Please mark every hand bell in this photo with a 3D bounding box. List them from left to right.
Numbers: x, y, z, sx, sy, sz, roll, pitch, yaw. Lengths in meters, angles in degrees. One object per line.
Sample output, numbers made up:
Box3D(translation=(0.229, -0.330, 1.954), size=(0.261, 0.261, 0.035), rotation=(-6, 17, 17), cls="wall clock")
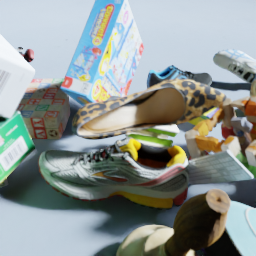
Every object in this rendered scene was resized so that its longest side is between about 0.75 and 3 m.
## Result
Box3D(translation=(0.581, 1.386, 3.232), size=(1.350, 2.592, 1.350), rotation=(3, 53, -5), cls="hand bell")

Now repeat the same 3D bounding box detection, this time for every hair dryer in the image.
Box3D(translation=(-4.459, -3.027, 11.909), size=(1.305, 0.354, 0.994), rotation=(15, 55, 27), cls="hair dryer")

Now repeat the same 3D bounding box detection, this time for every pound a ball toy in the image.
Box3D(translation=(0.398, 0.180, 6.751), size=(1.365, 0.890, 0.580), rotation=(12, 29, -19), cls="pound a ball toy")

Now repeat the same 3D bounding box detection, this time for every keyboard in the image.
Box3D(translation=(1.421, 0.778, 5.062), size=(0.106, 1.997, 0.562), rotation=(-38, 88, -19), cls="keyboard")

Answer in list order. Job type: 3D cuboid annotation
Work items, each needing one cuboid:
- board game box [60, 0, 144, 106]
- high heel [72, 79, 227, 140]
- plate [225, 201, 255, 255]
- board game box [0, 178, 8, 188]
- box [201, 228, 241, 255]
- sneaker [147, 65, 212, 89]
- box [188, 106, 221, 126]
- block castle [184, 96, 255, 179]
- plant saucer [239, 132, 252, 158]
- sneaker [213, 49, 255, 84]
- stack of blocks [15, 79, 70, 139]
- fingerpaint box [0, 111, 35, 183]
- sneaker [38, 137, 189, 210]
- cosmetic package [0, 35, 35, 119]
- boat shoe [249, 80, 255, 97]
Box3D(translation=(-0.485, -1.582, 7.048), size=(0.676, 2.368, 2.419), rotation=(18, -6, 15), cls="board game box")
Box3D(translation=(0.387, -0.243, 5.304), size=(2.738, 0.978, 1.952), rotation=(-3, 19, 23), cls="high heel")
Box3D(translation=(1.996, 1.584, 3.745), size=(1.690, 0.216, 1.690), rotation=(28, 22, -12), cls="plate")
Box3D(translation=(-3.673, 0.717, 6.298), size=(1.436, 0.394, 2.274), rotation=(-20, 39, -21), cls="board game box")
Box3D(translation=(1.461, 1.920, 3.965), size=(0.585, 1.046, 1.483), rotation=(-30, 38, 1), cls="box")
Box3D(translation=(1.512, -1.397, 8.108), size=(2.000, 0.819, 0.732), rotation=(-13, 31, -10), cls="sneaker")
Box3D(translation=(1.823, -0.744, 8.372), size=(2.072, 0.501, 1.216), rotation=(27, 44, 37), cls="box")
Box3D(translation=(2.695, 0.409, 5.543), size=(1.842, 1.293, 2.757), rotation=(-40, 29, -27), cls="block castle")
Box3D(translation=(3.746, 0.364, 6.889), size=(2.234, 0.385, 2.234), rotation=(1, 35, -1), cls="plant saucer")
Box3D(translation=(3.962, -2.013, 9.565), size=(2.199, 0.790, 0.797), rotation=(23, 49, 3), cls="sneaker")
Box3D(translation=(-2.373, -0.631, 8.031), size=(1.326, 0.674, 2.302), rotation=(1, 34, 1), cls="stack of blocks")
Box3D(translation=(-3.723, 0.657, 5.060), size=(2.485, 1.093, 2.979), rotation=(16, 46, 23), cls="fingerpaint box")
Box3D(translation=(-0.274, 0.673, 5.495), size=(2.955, 1.214, 1.150), rotation=(4, 29, 2), cls="sneaker")
Box3D(translation=(-3.129, -1.463, 5.249), size=(1.493, 1.049, 2.945), rotation=(20, 17, -49), cls="cosmetic package")
Box3D(translation=(3.656, -0.930, 7.945), size=(0.460, 1.462, 0.533), rotation=(31, 90, 40), cls="boat shoe")
